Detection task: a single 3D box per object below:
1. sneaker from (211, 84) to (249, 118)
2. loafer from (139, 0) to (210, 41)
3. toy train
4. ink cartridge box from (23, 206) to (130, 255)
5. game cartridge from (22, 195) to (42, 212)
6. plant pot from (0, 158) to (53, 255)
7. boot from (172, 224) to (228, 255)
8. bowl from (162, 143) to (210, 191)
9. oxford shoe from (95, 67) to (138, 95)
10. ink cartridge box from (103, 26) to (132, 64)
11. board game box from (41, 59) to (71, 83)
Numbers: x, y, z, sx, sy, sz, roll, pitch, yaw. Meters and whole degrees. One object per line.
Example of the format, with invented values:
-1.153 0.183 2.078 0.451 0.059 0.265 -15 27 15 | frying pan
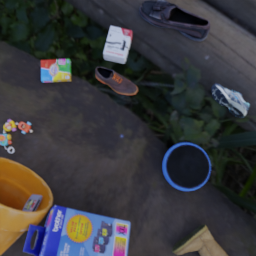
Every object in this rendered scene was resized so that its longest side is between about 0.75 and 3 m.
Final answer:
3.709 -1.078 10.163 1.565 0.607 0.675 44 71 0 | sneaker
1.764 -4.190 10.444 2.812 0.886 1.011 25 81 4 | loafer
-4.108 0.213 9.984 0.969 0.359 1.291 32 82 5 | toy train
-1.544 3.560 8.284 2.939 1.122 2.005 17 56 -16 | ink cartridge box
-3.151 2.537 9.124 0.507 0.156 0.762 -7 48 39 | game cartridge
-4.138 2.634 8.609 2.684 2.684 2.457 36 98 6 | plant pot
2.506 4.308 9.207 1.504 0.568 1.718 -33 83 -5 | boot
2.058 1.359 9.807 1.696 0.333 1.696 0 81 0 | bowl
-0.448 -1.697 10.165 1.714 0.622 0.610 24 81 4 | oxford shoe
-0.392 -3.087 10.465 0.842 0.489 1.167 13 81 2 | ink cartridge box
-2.687 -2.125 10.444 1.073 0.216 0.821 -4 81 -1 | board game box
